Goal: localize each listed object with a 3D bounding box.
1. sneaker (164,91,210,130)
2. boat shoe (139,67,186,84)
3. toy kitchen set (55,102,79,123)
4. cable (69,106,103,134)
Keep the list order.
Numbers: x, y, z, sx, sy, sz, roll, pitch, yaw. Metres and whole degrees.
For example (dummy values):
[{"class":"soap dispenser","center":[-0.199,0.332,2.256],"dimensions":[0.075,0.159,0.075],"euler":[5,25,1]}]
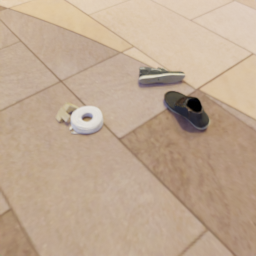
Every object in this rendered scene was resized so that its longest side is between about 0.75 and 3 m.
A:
[{"class":"sneaker","center":[2.198,-1.020,10.907],"dimensions":[0.886,1.258,2.368],"euler":[-44,54,-5]},{"class":"boat shoe","center":[1.519,-2.420,12.469],"dimensions":[2.117,0.760,0.716],"euler":[-2,70,-6]},{"class":"toy kitchen set","center":[-2.336,-0.482,11.292],"dimensions":[0.647,0.716,0.793],"euler":[43,102,33]},{"class":"cable","center":[-1.628,-0.329,11.053],"dimensions":[1.280,0.443,1.280],"euler":[3,50,3]}]
